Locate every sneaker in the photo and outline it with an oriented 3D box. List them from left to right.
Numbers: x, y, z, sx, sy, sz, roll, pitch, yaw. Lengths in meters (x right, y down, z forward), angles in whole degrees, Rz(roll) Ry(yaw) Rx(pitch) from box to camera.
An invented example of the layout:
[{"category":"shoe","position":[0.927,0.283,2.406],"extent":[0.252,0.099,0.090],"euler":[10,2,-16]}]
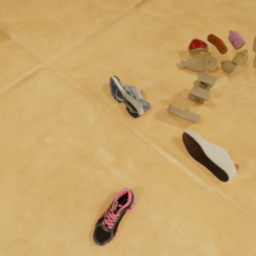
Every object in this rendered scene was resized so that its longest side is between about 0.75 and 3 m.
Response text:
[{"category":"sneaker","position":[-0.380,2.283,7.399],"extent":[0.676,0.816,1.710],"euler":[28,62,15]},{"category":"sneaker","position":[0.044,-1.151,9.813],"extent":[0.805,0.728,1.889],"euler":[-27,68,-28]},{"category":"sneaker","position":[2.498,0.746,8.560],"extent":[0.827,0.711,1.954],"euler":[-29,67,-32]}]

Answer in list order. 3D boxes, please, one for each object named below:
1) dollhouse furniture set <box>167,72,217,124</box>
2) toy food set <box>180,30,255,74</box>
[{"category":"dollhouse furniture set","position":[2.046,-1.052,9.191],"extent":[1.032,1.361,1.553],"euler":[23,93,8]},{"category":"toy food set","position":[3.433,-2.840,10.456],"extent":[2.741,0.432,1.743],"euler":[9,81,26]}]
